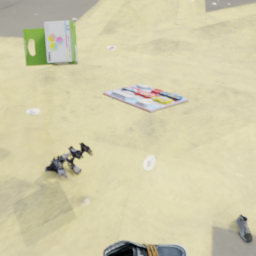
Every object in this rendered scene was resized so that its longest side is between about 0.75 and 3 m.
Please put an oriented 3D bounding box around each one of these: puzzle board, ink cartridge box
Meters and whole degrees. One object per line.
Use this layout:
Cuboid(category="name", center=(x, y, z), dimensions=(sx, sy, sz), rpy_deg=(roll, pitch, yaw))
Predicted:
Cuboid(category="puzzle board", center=(0.424, -0.835, 7.253), dimensions=(1.391, 0.161, 1.846), rpy_deg=(-17, 29, -38))
Cuboid(category="ink cartridge box", center=(-2.548, -2.656, 8.963), dimensions=(1.740, 1.286, 0.659), rpy_deg=(-4, 5, -1))

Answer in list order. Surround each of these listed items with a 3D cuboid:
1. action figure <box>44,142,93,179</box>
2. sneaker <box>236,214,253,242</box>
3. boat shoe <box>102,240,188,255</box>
Cuboid(category="action figure", center=(-2.092, 1.262, 9.576), dimensions=(0.946, 1.853, 1.101), rpy_deg=(58, 32, 5))
Cuboid(category="sneaker", center=(3.427, 2.896, 8.208), dimensions=(0.297, 0.457, 0.792), rpy_deg=(-8, 42, -8))
Cuboid(category="boat shoe", center=(0.487, 3.359, 7.225), dimensions=(2.349, 1.066, 0.831), rpy_deg=(-9, 42, -9))
